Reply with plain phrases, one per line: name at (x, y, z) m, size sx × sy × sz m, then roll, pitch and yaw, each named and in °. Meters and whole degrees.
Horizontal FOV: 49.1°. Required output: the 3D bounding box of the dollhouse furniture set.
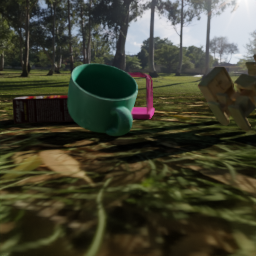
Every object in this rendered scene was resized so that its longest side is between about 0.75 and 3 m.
dollhouse furniture set at (3.682, -0.975, 8.914) m, size 2.298 × 1.628 × 2.501 m, roll -45°, pitch 26°, yaw -9°

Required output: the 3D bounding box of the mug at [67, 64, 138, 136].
mug at (-0.782, -0.629, 7.676) m, size 1.830 × 1.377 × 2.227 m, roll 15°, pitch 38°, yaw -5°

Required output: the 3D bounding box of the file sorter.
file sorter at (0.063, -1.431, 11.968) m, size 1.969 × 1.777 × 2.834 m, roll 1°, pitch 9°, yaw 8°

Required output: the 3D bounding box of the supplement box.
supplement box at (-2.541, -0.731, 10.355) m, size 2.938 × 0.895 × 1.599 m, roll -3°, pitch 9°, yaw -10°
